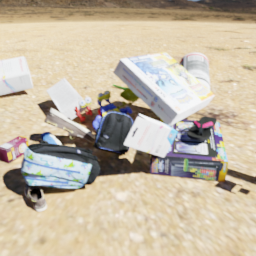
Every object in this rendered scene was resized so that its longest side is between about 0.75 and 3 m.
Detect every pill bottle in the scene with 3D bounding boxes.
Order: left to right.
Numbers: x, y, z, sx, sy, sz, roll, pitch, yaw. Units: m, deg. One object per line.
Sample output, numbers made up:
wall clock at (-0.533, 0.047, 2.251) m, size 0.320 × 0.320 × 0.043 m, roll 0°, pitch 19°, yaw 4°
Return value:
pill bottle at (2.499, -1.752, 10.637) m, size 1.151 × 1.151 × 2.022 m, roll 4°, pitch 58°, yaw 8°

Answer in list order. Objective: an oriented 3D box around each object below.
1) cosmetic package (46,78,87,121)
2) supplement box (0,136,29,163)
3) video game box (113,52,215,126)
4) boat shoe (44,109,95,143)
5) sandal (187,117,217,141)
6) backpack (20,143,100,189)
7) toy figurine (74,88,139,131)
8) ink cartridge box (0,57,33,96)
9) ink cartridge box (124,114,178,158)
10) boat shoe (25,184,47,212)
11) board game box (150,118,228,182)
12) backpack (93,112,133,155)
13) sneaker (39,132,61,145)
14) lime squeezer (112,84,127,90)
cosmetic package at (-2.206, -1.035, 10.005) m, size 0.862 × 0.529 × 2.089 m, roll -37°, pitch 39°, yaw -6°
supplement box at (-3.025, 0.563, 7.451) m, size 0.325 × 0.419 × 0.759 m, roll 12°, pitch 28°, yaw 23°
video game box at (1.185, -1.331, 8.616) m, size 2.344 × 0.602 × 2.573 m, roll 47°, pitch 40°, yaw 15°
boat shoe at (-1.627, 0.039, 7.976) m, size 1.540 × 0.458 × 0.553 m, roll 33°, pitch -3°, yaw -13°
sandal at (1.957, -0.083, 7.339) m, size 0.591 × 0.355 × 1.574 m, roll 13°, pitch 28°, yaw 24°
backpack at (-1.567, 0.815, 6.179) m, size 1.494 × 1.148 × 1.219 m, roll 27°, pitch 4°, yaw -31°
toy figurine at (-0.359, -0.314, 8.950) m, size 2.381 × 1.256 × 1.426 m, roll -20°, pitch 63°, yaw -15°
ink cartridge box at (-5.157, -2.154, 11.814) m, size 1.957 × 0.856 × 1.422 m, roll -18°, pitch 48°, yaw -14°
ink cartridge box at (0.418, 0.153, 6.099) m, size 1.193 × 0.687 × 0.405 m, roll 20°, pitch 13°, yaw -35°
boat shoe at (-1.966, 1.381, 5.905) m, size 0.334 × 0.276 × 0.928 m, roll -15°, pitch 29°, yaw -28°
board game box at (1.578, 0.483, 7.402) m, size 1.774 × 0.609 × 2.146 m, roll 4°, pitch 27°, yaw 11°
backpack at (-0.387, 0.141, 7.455) m, size 0.952 × 1.040 × 0.764 m, roll 15°, pitch -11°, yaw -12°
sneaker at (-2.335, 0.404, 7.839) m, size 0.539 × 0.372 × 0.969 m, roll -12°, pitch 33°, yaw -41°
lime squeezer at (0.200, -1.897, 12.327) m, size 2.289 × 0.808 × 0.432 m, roll -18°, pitch 27°, yaw 44°
